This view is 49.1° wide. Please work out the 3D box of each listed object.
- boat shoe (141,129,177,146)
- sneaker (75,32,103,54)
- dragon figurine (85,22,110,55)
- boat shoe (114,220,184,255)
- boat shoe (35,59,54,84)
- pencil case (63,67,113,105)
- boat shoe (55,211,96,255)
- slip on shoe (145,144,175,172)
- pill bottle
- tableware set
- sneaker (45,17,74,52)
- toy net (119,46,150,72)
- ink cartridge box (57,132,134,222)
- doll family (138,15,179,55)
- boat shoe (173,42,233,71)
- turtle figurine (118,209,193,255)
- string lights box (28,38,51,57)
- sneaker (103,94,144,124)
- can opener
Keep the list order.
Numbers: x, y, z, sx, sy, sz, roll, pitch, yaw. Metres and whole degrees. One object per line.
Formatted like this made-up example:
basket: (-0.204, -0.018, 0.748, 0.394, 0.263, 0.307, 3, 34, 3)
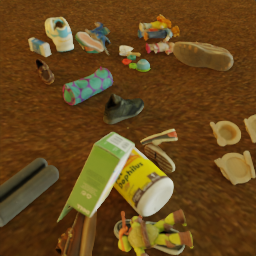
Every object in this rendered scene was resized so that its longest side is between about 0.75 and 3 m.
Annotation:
boat shoe: (0.801, 0.305, 7.321, 0.970, 0.303, 0.345, -18, 4, 16)
sneaker: (-1.617, -3.235, 10.927, 0.576, 1.441, 0.514, -17, 72, 29)
dragon figurine: (-1.133, -3.977, 12.150, 1.067, 0.632, 2.147, -26, 50, -25)
boat shoe: (0.433, 2.146, 5.755, 1.481, 0.471, 0.524, 10, 44, 10)
boat shoe: (-3.054, -2.044, 10.089, 0.434, 0.433, 1.232, -39, 53, 0)
pencil case: (-1.354, -1.424, 9.374, 1.680, 0.715, 0.776, -31, 75, -30)
boat shoe: (-1.053, 2.336, 5.345, 0.717, 0.717, 2.038, -1, 43, 7)
slip on shoe: (0.880, 0.755, 7.332, 0.317, 0.397, 1.045, -18, 37, -35)
pill bottle: (0.087, 1.062, 6.514, 1.013, 1.013, 1.855, -29, 50, -27)
tableware set: (3.223, 0.478, 7.365, 2.195, 0.255, 1.833, -9, 60, -9)
sneaker: (-3.032, -4.367, 12.262, 1.005, 1.061, 2.628, -20, 46, -18)
toy net: (0.065, -2.720, 11.026, 0.949, 0.349, 1.809, -21, 46, -22)
ink cartridge box: (-0.620, 1.087, 5.569, 0.563, 1.899, 0.986, 30, 19, 8)
doll family: (1.361, -4.101, 11.967, 1.463, 1.062, 2.358, -8, 44, -9)
boat shoe: (2.894, -2.858, 10.882, 2.320, 0.878, 0.833, 20, 43, 8)
turtle figurine: (0.382, 1.907, 5.093, 1.393, 0.556, 1.728, -17, 23, 3)
string lights box: (-3.667, -3.343, 11.578, 0.965, 0.496, 0.284, 28, 50, 26)
sneaker: (-0.098, -0.719, 8.563, 1.454, 0.833, 0.556, -22, 49, -25)
can opener: (-2.841, 1.574, 5.977, 0.796, 0.998, 2.986, 28, 50, 27)
